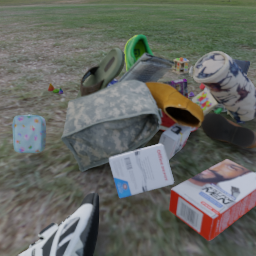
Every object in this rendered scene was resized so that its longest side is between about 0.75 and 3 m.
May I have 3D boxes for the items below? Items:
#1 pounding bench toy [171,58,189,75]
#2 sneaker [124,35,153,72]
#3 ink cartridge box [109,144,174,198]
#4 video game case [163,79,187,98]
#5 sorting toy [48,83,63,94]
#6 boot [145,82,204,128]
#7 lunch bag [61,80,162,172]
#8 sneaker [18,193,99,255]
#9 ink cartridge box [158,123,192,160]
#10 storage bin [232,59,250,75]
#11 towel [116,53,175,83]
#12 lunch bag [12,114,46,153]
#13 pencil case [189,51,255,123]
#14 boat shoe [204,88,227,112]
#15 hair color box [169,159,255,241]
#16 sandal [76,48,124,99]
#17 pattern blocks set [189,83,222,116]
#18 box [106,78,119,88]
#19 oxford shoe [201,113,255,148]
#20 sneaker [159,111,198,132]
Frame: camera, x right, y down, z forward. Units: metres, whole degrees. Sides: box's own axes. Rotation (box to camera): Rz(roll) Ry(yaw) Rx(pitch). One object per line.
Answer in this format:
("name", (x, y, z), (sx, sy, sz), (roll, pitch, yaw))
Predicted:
("pounding bench toy", (2.450, -3.065, 13.579), (0.535, 0.672, 0.862), (-18, 34, -29))
("sneaker", (0.439, -1.902, 9.689), (1.021, 2.756, 1.152), (-10, -5, -15))
("ink cartridge box", (0.227, 0.730, 4.852), (0.951, 0.696, 0.408), (-16, -3, 2))
("video game case", (1.332, -0.903, 8.939), (1.121, 1.237, 0.222), (-10, 37, 3))
("sorting toy", (-2.958, -1.620, 11.390), (0.827, 0.285, 0.287), (21, 35, 34))
("boot", (1.060, -0.665, 7.443), (2.027, 0.713, 1.451), (25, 19, 12))
("lunch bag", (-0.333, -0.204, 7.224), (2.332, 1.371, 1.913), (-21, 31, 6))
("sneaker", (-1.136, 1.905, 4.379), (1.112, 0.931, 2.512), (7, 30, 9))
("ink cartridge box", (1.213, 0.321, 7.423), (0.396, 0.698, 0.957), (32, 40, 24))
("storage bin", (3.716, -1.990, 9.623), (0.534, 0.794, 0.578), (16, 13, -7))
("towel", (0.555, -1.619, 8.521), (1.400, 1.454, 0.251), (2, 58, -43))
("lunch bag", (-2.592, 0.137, 7.313), (0.808, 1.007, 0.388), (0, 2, -1))
("pencil case", (2.947, -1.150, 8.258), (1.204, 2.691, 1.047), (-25, 47, 35))
("boat shoe", (3.424, -1.672, 10.682), (1.056, 0.977, 2.860), (11, 32, 12))
("hair color box", (1.806, 1.325, 5.560), (1.802, 0.576, 0.999), (-17, 31, -35))
("sandal", (-1.111, -1.540, 9.065), (0.745, 2.611, 1.037), (7, 40, -45))
("pattern blocks set", (2.499, -0.849, 9.210), (0.117, 1.272, 1.447), (26, 23, -40))
("box", (-0.731, -1.431, 10.607), (1.015, 0.271, 1.675), (38, 41, 6))
("oxford shoe", (2.921, 0.126, 8.093), (0.692, 0.693, 1.942), (17, 12, -37))
("sneaker", (1.224, -0.453, 8.443), (1.804, 1.042, 0.707), (4, 22, 8))
